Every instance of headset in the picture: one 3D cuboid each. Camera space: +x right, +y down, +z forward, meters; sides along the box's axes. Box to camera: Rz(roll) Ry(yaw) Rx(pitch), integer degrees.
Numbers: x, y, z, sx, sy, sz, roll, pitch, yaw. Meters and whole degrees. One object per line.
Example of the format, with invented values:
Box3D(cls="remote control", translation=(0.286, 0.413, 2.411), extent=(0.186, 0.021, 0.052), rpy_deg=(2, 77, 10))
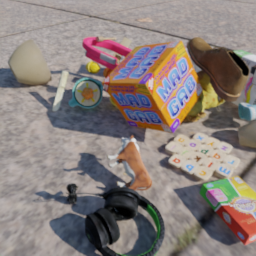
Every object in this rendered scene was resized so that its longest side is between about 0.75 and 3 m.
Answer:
Box3D(cls="headset", translation=(-0.395, 2.004, 6.192), extent=(2.434, 1.144, 1.503), rpy_deg=(32, 47, 15))

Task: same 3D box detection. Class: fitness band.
Box3D(cls="fitness band", translation=(-0.630, -2.836, 10.776), extent=(2.437, 0.456, 1.750), rpy_deg=(30, 34, 16))

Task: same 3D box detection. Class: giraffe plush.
Box3D(cls="giraffe plush", translation=(2.326, -0.916, 9.858), extent=(1.865, 1.609, 1.512), rpy_deg=(47, 60, 3))

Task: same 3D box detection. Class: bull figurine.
Box3D(cls="bull figurine", translation=(0.014, 0.903, 7.022), extent=(0.923, 0.495, 1.521), rpy_deg=(-20, 66, -18))

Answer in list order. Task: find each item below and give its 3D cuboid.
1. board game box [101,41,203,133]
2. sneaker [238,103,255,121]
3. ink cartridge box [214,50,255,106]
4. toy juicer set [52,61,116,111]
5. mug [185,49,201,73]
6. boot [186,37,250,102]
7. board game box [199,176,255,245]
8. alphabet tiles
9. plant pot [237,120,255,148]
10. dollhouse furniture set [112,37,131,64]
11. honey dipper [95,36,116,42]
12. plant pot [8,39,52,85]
Box3D(cls="board game box", translation=(0.792, -1.269, 8.755), extent=(1.920, 1.919, 1.919), rpy_deg=(11, 54, 47))
Box3D(cls="sneaker", translation=(4.247, -0.549, 9.307), extent=(0.904, 0.551, 1.385), rpy_deg=(-4, 16, 5))
Box3D(cls="ink cartridge box", translation=(4.527, -1.551, 9.977), extent=(0.985, 1.698, 2.345), rpy_deg=(-16, 41, -40))
Box3D(cls="toy juicer set", translation=(-1.522, -1.564, 10.221), extent=(2.702, 1.719, 0.735), rpy_deg=(-6, 5, -8))
Box3D(cls="mug", translation=(2.966, -2.790, 12.519), extent=(1.785, 1.318, 1.565), rpy_deg=(23, 21, -20))
Box3D(cls="boot", translation=(2.884, -2.233, 9.000), extent=(1.088, 1.115, 2.955), rpy_deg=(-5, 49, -22))
Box3D(cls="board game box", translation=(2.612, 1.830, 6.502), extent=(1.186, 0.312, 1.550), rpy_deg=(-7, 35, -26))
Box3D(cls="alphabet tiles", translation=(2.153, 0.799, 8.220), extent=(1.994, 0.146, 1.950), rpy_deg=(25, 39, 29))
Box3D(cls="plant pot", translation=(3.953, 0.192, 8.510), extent=(1.123, 1.052, 1.052), rpy_deg=(-8, 32, 21))
Box3D(cls="dollhouse furniture set", translation=(0.326, -2.413, 12.303), extent=(2.361, 1.540, 2.229), rpy_deg=(28, 45, -5))
Box3D(cls="honey dipper", translation=(-0.861, -3.583, 11.299), extent=(0.214, 0.214, 1.129), rpy_deg=(24, 27, 30))
Box3D(cls="plant pot", translation=(-4.214, -2.568, 11.691), extent=(1.264, 1.883, 1.883), rpy_deg=(-30, 44, -19))
